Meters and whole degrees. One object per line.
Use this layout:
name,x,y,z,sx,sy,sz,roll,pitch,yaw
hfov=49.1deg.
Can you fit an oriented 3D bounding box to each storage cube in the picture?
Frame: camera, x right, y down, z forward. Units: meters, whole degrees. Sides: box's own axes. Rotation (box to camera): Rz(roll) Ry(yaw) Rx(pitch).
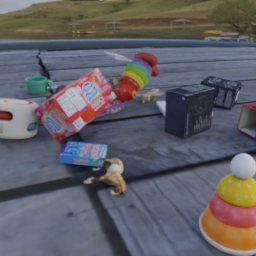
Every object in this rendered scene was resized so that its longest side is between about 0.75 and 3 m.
storage cube,5.092,-0.281,10.867,1.064,1.184,1.012,-2,22,-20

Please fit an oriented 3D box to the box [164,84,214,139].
box,2.411,-0.700,11.059,1.713,1.743,1.080,-18,27,-37

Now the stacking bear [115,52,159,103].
stacking bear,0.255,-2.058,12.065,1.248,1.333,2.195,25,69,23

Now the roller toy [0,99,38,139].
roller toy,-4.337,-0.308,10.496,1.972,1.378,1.799,-1,13,-37

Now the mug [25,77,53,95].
mug,-5.205,-2.384,16.200,1.425,0.881,1.171,19,29,34

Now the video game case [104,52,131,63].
video game case,-0.446,-3.224,12.825,1.051,0.116,0.957,0,27,-43

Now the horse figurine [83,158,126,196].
horse figurine,-0.554,1.274,8.070,1.150,0.433,1.735,-2,24,8

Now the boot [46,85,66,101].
boot,-3.063,-1.712,14.902,1.974,0.634,1.839,6,36,23

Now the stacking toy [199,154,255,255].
stacking toy,2.244,1.435,5.721,1.414,1.935,1.414,0,24,0

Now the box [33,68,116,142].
box,-1.933,-0.950,10.749,1.393,1.455,2.919,-21,19,38

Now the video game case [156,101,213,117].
video game case,2.644,-0.921,13.504,2.207,0.261,2.009,-3,23,-7

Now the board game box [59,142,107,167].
board game box,-1.436,0.841,9.146,1.352,0.304,1.028,5,22,1

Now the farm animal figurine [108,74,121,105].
farm animal figurine,-0.551,-1.748,12.785,1.233,1.219,0.643,-18,6,42

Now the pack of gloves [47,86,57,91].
pack of gloves,-4.527,-2.434,17.338,1.069,0.211,0.898,-16,17,-41

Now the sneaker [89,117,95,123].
sneaker,-2.436,-0.617,11.906,2.063,0.855,0.731,8,19,-6

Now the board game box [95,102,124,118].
board game box,-1.368,-0.904,13.468,2.092,0.338,1.256,-18,33,-37

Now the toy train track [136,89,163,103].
toy train track,1.263,-1.733,15.350,1.546,0.439,2.696,0,16,18

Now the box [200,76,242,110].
box,4.717,-1.862,14.438,1.823,1.071,1.793,20,27,23
